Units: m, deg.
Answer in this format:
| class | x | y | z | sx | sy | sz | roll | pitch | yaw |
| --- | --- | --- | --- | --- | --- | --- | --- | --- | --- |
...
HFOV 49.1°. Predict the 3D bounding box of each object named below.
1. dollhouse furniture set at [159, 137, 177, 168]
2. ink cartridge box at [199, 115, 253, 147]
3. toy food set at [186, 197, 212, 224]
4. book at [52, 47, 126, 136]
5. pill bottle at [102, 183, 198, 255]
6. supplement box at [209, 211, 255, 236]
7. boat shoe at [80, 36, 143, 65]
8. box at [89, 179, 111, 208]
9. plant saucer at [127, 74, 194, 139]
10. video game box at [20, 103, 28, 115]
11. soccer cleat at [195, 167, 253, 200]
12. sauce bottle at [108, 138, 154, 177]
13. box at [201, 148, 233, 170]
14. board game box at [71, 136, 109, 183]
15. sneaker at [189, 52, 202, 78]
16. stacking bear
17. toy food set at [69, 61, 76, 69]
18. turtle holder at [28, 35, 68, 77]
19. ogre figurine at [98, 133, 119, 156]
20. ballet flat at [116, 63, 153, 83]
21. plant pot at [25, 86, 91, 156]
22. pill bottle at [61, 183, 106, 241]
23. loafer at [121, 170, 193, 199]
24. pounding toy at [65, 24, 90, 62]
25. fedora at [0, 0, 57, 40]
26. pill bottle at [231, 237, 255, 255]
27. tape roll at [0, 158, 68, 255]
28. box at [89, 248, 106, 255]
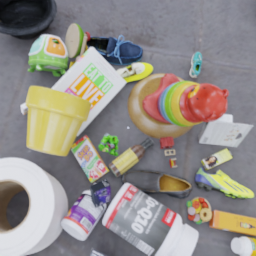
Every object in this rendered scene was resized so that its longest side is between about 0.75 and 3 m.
| class | x | y | z | sx | sy | sz | roll | pitch | yaw |
| --- | --- | --- | --- | --- | --- | --- | --- | --- | --- |
| dollhouse furniture set | 1.425 | 0.903 | 10.053 | 0.457 | 0.604 | 1.123 | -7 | 75 | 2 |
| ink cartridge box | 3.346 | 0.109 | 9.779 | 1.404 | 1.618 | 0.352 | 6 | 60 | 2 |
| toy food set | 2.345 | 2.752 | 9.341 | 0.851 | 0.209 | 0.860 | -30 | 54 | 30 |
| book | -1.616 | -1.287 | 10.068 | 2.689 | 0.646 | 1.797 | -49 | 119 | -5 |
| pill bottle | 0.693 | 3.059 | 8.749 | 2.694 | 1.534 | 1.534 | 30 | 73 | 11 |
| supplement box | 3.565 | 3.168 | 9.245 | 1.636 | 0.563 | 0.544 | 10 | 68 | 6 |
| boat shoe | -0.735 | -3.151 | 11.348 | 2.679 | 0.919 | 1.127 | 1 | 71 | 1 |
| box | -0.818 | 1.959 | 8.345 | 0.555 | 0.786 | 0.310 | -20 | 46 | -20 |
| plant saucer | 1.383 | -0.975 | 10.785 | 2.831 | 0.501 | 2.831 | 0 | 70 | 0 |
| video game box | -3.597 | -0.837 | 10.410 | 0.778 | 0.854 | 0.200 | -33 | 90 | -22 |
| soccer cleat | 3.333 | 1.904 | 9.650 | 2.033 | 0.657 | 0.850 | 15 | 69 | 6 |
| sauce bottle | 0.148 | 1.023 | 10.020 | 1.797 | 0.581 | 0.581 | -36 | 74 | -13 |
| box | 3.224 | 1.135 | 10.136 | 1.079 | 0.270 | 0.406 | -24 | 72 | -9 |
| board game box | -1.387 | 1.079 | 9.852 | 0.734 | 0.230 | 1.536 | -36 | 76 | 10 |
| sneaker | 2.746 | -2.507 | 11.034 | 0.441 | 0.453 | 1.137 | 15 | 70 | -7 |
| stacking bear | 1.914 | -0.784 | 8.781 | 1.590 | 2.796 | 1.698 | 44 | 80 | -19 |
| toy food set | -2.032 | -1.753 | 10.903 | 0.582 | 1.048 | 1.781 | -21 | 57 | 35 |
| turtle holder | -3.090 | -2.778 | 10.924 | 1.472 | 1.938 | 1.376 | 4 | 92 | -13 |
| ogre figurine | -0.617 | 0.582 | 9.693 | 1.014 | 0.497 | 0.608 | 24 | 74 | -32 |
| ballet flat | 0.071 | -2.190 | 11.120 | 2.002 | 0.671 | 0.669 | -22 | 63 | -7 |
| plant pot | -2.244 | -0.145 | 8.525 | 1.898 | 1.898 | 1.785 | 14 | 88 | 5 |
| pill bottle | -1.304 | 2.652 | 9.065 | 0.939 | 0.939 | 1.685 | 29 | 52 | 10 |
| loafer | 0.986 | 1.818 | 9.535 | 2.439 | 0.882 | 0.888 | 6 | 67 | 2 |
| pounding toy | -1.756 | -3.193 | 10.720 | 0.764 | 1.272 | 1.647 | -1 | 39 | -35 |
| fedora | -4.299 | -4.568 | 11.680 | 2.784 | 1.272 | 2.784 | 1 | 70 | -4 |
| pill bottle | 3.785 | 3.757 | 8.766 | 1.070 | 0.604 | 0.604 | 18 | 69 | -20 |
| tape roll | -3.461 | 2.515 | 8.731 | 2.842 | 1.951 | 2.842 | 0 | 70 | -1 |
| box | -0.605 | 4.130 | 8.535 | 1.176 | 1.167 | 0.292 | 21 | 59 | 11 |
